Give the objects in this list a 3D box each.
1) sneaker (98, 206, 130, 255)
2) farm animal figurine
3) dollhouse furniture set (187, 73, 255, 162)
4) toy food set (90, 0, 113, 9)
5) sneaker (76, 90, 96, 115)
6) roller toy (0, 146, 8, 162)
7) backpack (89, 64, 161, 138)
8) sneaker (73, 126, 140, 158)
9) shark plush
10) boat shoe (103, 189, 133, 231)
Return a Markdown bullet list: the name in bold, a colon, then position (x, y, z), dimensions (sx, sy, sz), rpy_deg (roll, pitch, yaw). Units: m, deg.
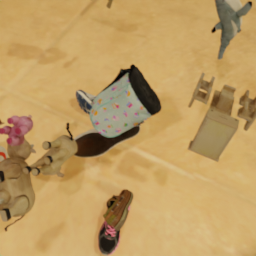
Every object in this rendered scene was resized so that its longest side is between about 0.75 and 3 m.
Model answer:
- **sneaker**: position (-0.425, 2.679, 7.912), dimensions (0.676, 0.816, 1.710), rpy_deg (15, 62, 7)
- **farm animal figurine**: position (-2.444, 0.871, 6.314), dimensions (2.728, 1.422, 2.698), rpy_deg (14, 102, 19)
- **dollhouse furniture set**: position (1.952, -0.220, 6.140), dimensions (1.361, 1.032, 1.553), rpy_deg (23, 45, 9)
- **toy food set**: position (-1.647, -4.872, 8.891), dimensions (2.741, 1.743, 0.432), rpy_deg (25, 86, -10)
- **sneaker**: position (-1.089, -0.818, 10.176), dimensions (1.889, 0.728, 0.805), rpy_deg (38, 56, 12)
- **roller toy**: position (-4.484, 1.041, 8.640), dimensions (0.955, 1.247, 1.366), rpy_deg (20, 95, 11)
- **backpack**: position (-0.164, -0.496, 6.257), dimensions (1.515, 1.264, 0.959), rpy_deg (-29, 24, 17)
- **sneaker**: position (-0.657, 0.247, 7.642), dimensions (1.954, 0.711, 0.827), rpy_deg (-19, 16, -8)
- **shark plush**: position (2.277, -2.479, 6.723), dimensions (0.692, 1.662, 0.755), rpy_deg (-15, 55, -9)
- **boat shoe**: position (-0.182, 1.401, 5.193), dimensions (0.382, 1.124, 0.404), rpy_deg (35, 104, -3)
